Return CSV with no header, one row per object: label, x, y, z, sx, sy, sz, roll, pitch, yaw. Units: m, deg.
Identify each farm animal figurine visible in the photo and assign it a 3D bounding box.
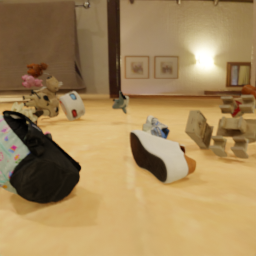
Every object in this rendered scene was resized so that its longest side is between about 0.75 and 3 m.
farm animal figurine,-3.502,-1.415,12.042,1.422,2.698,2.728,-6,50,-7

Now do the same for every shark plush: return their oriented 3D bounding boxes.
shark plush,-0.345,-1.055,11.879,0.692,0.755,1.662,7,-5,-2

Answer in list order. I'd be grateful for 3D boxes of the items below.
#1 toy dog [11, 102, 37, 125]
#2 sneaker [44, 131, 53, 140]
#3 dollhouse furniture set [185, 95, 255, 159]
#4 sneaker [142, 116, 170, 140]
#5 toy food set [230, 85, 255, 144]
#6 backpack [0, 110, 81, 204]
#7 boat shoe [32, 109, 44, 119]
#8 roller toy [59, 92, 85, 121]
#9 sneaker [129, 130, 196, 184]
toy dog,-3.999,-0.376,10.936,0.739,1.027,1.059,0,-26,40
sneaker,-2.466,0.400,6.235,1.710,0.816,0.676,-3,11,-11
dollhouse furniture set,2.374,0.067,6.931,1.553,1.361,1.032,2,-24,39
sneaker,0.889,0.134,8.778,0.805,0.728,1.889,11,18,8
toy food set,3.420,-0.524,7.019,0.432,1.743,2.741,-11,-3,-13
backpack,-1.575,0.417,4.202,1.515,0.959,1.264,35,-12,32
boat shoe,-4.082,-0.539,11.778,1.124,0.404,0.382,-26,45,1
roller toy,-2.642,-1.042,13.483,0.955,1.366,1.247,-26,7,-19
sneaker,0.658,0.536,5.764,0.827,0.711,1.954,-8,22,-21
